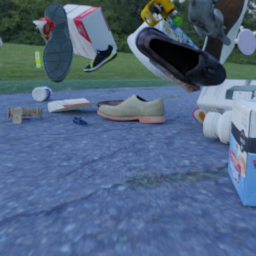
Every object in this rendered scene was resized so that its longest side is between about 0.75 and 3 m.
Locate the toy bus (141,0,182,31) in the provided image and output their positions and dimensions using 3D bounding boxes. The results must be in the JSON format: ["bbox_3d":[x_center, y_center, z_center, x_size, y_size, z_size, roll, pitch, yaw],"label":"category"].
[{"bbox_3d":[0.568,-2.324,5.575,0.888,0.486,0.941,48,-2,35],"label":"toy bus"}]

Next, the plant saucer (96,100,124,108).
[{"bbox_3d":[-0.188,-1.010,13.409,2.690,0.431,2.690,0,13,0],"label":"plant saucer"}]

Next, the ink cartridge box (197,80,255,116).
[{"bbox_3d":[3.502,-0.572,8.314,2.292,0.964,1.673,12,-21,43],"label":"ink cartridge box"}]

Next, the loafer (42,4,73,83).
[{"bbox_3d":[-2.468,-2.925,10.069,1.048,2.917,0.918,-2,-13,-6],"label":"loafer"}]

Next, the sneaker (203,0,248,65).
[{"bbox_3d":[3.341,-3.452,9.855,1.066,2.929,1.240,29,28,22],"label":"sneaker"}]

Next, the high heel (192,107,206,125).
[{"bbox_3d":[2.930,-0.539,10.146,2.277,0.767,1.092,-2,20,-31],"label":"high heel"}]

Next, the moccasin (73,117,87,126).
[{"bbox_3d":[-1.784,-0.240,10.154,0.806,0.275,0.324,11,16,41],"label":"moccasin"}]

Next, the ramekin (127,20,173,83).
[{"bbox_3d":[1.372,-3.260,11.519,1.285,2.636,2.636,-44,-10,27],"label":"ramekin"}]

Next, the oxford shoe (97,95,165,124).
[{"bbox_3d":[0.102,-0.801,10.929,2.813,1.038,0.996,5,13,20],"label":"oxford shoe"}]

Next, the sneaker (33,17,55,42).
[{"bbox_3d":[-1.608,-1.955,5.550,0.369,0.334,0.868,-33,12,-6],"label":"sneaker"}]

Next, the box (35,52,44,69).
[{"bbox_3d":[-3.357,-2.782,11.671,0.254,0.649,1.064,-5,3,31],"label":"box"}]

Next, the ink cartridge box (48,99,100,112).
[{"bbox_3d":[-2.510,-1.148,12.912,1.968,0.493,1.584,-11,1,44],"label":"ink cartridge box"}]

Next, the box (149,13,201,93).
[{"bbox_3d":[1.514,-2.286,8.759,0.476,1.634,2.387,-13,-25,37],"label":"box"}]

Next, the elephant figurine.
[{"bbox_3d":[2.360,-3.005,7.974,1.087,1.401,0.991,-23,-12,-13],"label":"elephant figurine"}]

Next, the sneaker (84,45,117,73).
[{"bbox_3d":[-1.196,-2.858,11.394,1.582,0.655,0.567,-31,25,1],"label":"sneaker"}]

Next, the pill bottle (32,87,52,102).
[{"bbox_3d":[-5.385,-2.167,17.749,0.860,0.860,1.437,1,12,5],"label":"pill bottle"}]

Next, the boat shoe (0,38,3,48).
[{"bbox_3d":[-4.071,-2.296,7.719,0.439,0.412,1.191,40,53,16],"label":"boat shoe"}]

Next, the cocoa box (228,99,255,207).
[{"bbox_3d":[2.886,0.366,4.454,2.245,1.473,1.497,2,12,10],"label":"cocoa box"}]

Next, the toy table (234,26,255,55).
[{"bbox_3d":[4.723,-3.534,11.283,0.959,1.043,0.611,-8,36,15],"label":"toy table"}]

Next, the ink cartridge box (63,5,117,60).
[{"bbox_3d":[-1.970,-4.214,12.308,1.120,1.952,2.687,-41,43,-18],"label":"ink cartridge box"}]

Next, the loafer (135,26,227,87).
[{"bbox_3d":[0.976,-1.131,4.856,1.855,0.667,0.584,22,20,-19],"label":"loafer"}]

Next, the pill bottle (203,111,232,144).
[{"bbox_3d":[2.887,0.012,7.456,1.585,0.907,0.907,9,15,35],"label":"pill bottle"}]

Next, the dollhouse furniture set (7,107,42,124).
[{"bbox_3d":[-4.125,-0.483,10.965,1.239,0.638,1.226,0,1,1],"label":"dollhouse furniture set"}]
